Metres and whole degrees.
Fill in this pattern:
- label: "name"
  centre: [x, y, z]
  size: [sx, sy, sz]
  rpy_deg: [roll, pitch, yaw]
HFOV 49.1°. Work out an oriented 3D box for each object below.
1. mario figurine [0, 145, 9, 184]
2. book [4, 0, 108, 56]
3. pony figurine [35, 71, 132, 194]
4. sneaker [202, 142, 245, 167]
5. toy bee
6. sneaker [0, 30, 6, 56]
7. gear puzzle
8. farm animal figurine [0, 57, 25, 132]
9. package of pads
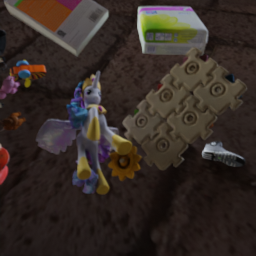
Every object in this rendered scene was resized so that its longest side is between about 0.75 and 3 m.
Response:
- label: "mario figurine"
  centre: [-2.794, 0.285, 4.631]
  size: [1.310, 2.472, 1.526]
  rpy_deg: [-10, 64, 9]
- label: "book"
  centre: [-2.203, -3.709, 8.839]
  size: [2.643, 0.635, 1.766]
  rpy_deg: [34, 76, 3]
- label: "pony figurine"
  centre: [-0.655, 0.161, 4.711]
  size: [1.516, 1.757, 1.820]
  rpy_deg: [8, 37, -25]
- label: "sneaker"
  centre: [2.683, 0.656, 7.793]
  size: [1.137, 0.427, 0.657]
  rpy_deg: [14, 42, 16]
- label: "toy bee"
  centre: [-4.055, -2.102, 10.541]
  size: [1.716, 0.933, 1.123]
  rpy_deg: [19, 55, -25]
- label: "sneaker"
  centre: [-4.138, -2.461, 6.652]
  size: [1.291, 2.643, 0.934]
  rpy_deg: [8, 86, 9]
- label: "gear puzzle"
  centre: [0.748, -0.027, 5.343]
  size: [2.938, 0.385, 1.522]
  rpy_deg: [-47, 57, 11]
- label: "farm animal figurine"
  centre: [-2.520, -0.502, 4.855]
  size: [1.370, 1.386, 0.723]
  rpy_deg: [2, 26, 33]
- label: "package of pads"
  centre: [1.456, -3.410, 9.724]
  size: [2.094, 0.924, 2.710]
  rpy_deg: [0, 39, -3]
